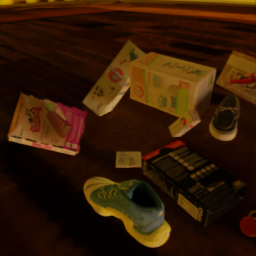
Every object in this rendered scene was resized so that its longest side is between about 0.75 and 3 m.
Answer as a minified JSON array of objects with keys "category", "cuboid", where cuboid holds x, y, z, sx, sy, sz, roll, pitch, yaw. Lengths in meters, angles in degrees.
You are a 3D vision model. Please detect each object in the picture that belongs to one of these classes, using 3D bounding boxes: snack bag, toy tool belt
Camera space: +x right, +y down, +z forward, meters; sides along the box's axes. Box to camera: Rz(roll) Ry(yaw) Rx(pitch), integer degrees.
[{"category":"snack bag","cuboid":[0.025,1.110,9.857,0.907,0.097,0.855,-1,32,0]},{"category":"toy tool belt","cuboid":[3.563,2.787,6.376,1.158,1.177,1.885,15,21,-39]}]

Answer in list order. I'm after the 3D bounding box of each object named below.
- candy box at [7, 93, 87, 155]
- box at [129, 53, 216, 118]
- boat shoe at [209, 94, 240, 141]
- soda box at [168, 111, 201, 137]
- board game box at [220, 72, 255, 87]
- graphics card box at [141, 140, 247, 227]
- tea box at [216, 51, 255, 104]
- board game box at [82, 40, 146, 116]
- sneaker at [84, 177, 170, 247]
[{"category":"candy box","cuboid":[-2.698,-0.093,9.550,2.291,0.699,1.563,14,69,-16]},{"category":"box","cuboid":[1.263,-1.310,8.477,2.286,1.286,1.158,25,42,31]},{"category":"boat shoe","cuboid":[4.046,-0.561,11.673,1.064,1.047,2.951,11,33,17]},{"category":"soda box","cuboid":[1.551,-0.102,7.753,0.314,0.985,0.335,-5,66,-30]},{"category":"board game box","cuboid":[4.373,-1.898,10.601,1.731,0.337,1.367,-12,16,-13]},{"category":"graphics card box","cuboid":[1.903,1.523,8.580,1.758,0.713,2.802,-20,35,-31]},{"category":"tea box","cuboid":[5.927,-1.980,12.565,2.529,1.717,2.570,11,22,-33]},{"category":"board game box","cuboid":[-0.402,-1.982,11.499,0.944,2.938,2.168,39,12,0]},{"category":"sneaker","cuboid":[-0.094,1.748,7.413,2.931,1.540,1.110,24,39,34]}]
